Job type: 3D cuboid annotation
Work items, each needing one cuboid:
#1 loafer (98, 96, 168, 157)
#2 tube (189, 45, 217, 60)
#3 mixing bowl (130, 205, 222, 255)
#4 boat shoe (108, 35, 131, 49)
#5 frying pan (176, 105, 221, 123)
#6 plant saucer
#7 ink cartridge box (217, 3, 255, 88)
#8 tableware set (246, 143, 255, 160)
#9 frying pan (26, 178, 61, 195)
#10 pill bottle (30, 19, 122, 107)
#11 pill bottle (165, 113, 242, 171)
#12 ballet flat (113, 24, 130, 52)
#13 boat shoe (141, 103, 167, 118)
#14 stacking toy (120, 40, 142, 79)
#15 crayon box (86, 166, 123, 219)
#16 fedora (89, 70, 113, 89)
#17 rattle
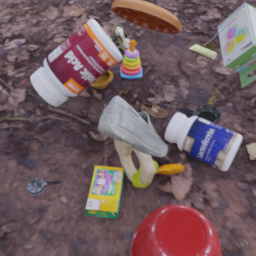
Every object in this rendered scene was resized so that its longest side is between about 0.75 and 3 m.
[{"bbox_3d":[0.303,0.075,6.621,0.878,2.512,0.876,13,78,35],"label":"loafer"},{"bbox_3d":[3.869,-3.954,14.459,1.438,0.373,0.417,38,19,35],"label":"tube"},{"bbox_3d":[1.346,3.018,7.346,2.548,1.380,2.548,1,48,-1],"label":"mixing bowl"},{"bbox_3d":[-0.858,-4.546,14.767,2.068,0.658,0.731,-14,49,-12],"label":"boat shoe"},{"bbox_3d":[2.876,-0.483,11.304,1.697,0.276,1.026,-8,47,-5],"label":"frying pan"},{"bbox_3d":[0.706,-4.119,10.322,2.680,0.433,2.680,18,11,-3],"label":"plant saucer"},{"bbox_3d":[3.233,-2.310,7.882,0.612,1.072,2.065,12,64,-25],"label":"ink cartridge box"},{"bbox_3d":[5.253,1.037,9.948,1.876,0.218,1.567,-14,49,-12],"label":"tableware set"},{"bbox_3d":[-2.825,1.926,9.176,1.075,0.175,0.650,5,48,9],"label":"frying pan"},{"bbox_3d":[-1.750,-2.082,9.352,2.822,1.611,1.611,-37,50,11],"label":"pill bottle"},{"bbox_3d":[2.560,0.412,9.740,2.353,1.362,1.362,25,52,23],"label":"pill bottle"},{"bbox_3d":[-0.222,-4.528,14.285,0.632,0.632,1.788,-29,85,-24],"label":"ballet flat"},{"bbox_3d":[1.058,-0.729,11.436,1.108,0.398,0.419,13,49,12],"label":"boat shoe"},{"bbox_3d":[0.149,-3.213,12.768,1.039,1.791,0.983,0,47,-1],"label":"stacking toy"},{"bbox_3d":[-0.707,2.000,8.876,0.950,0.466,1.600,5,48,4],"label":"crayon box"},{"bbox_3d":[-1.253,-2.129,12.652,1.250,0.510,1.250,-4,50,4],"label":"fedora"},{"bbox_3d":[0.454,0.533,9.358,1.871,1.705,2.619,-25,57,-13],"label":"rattle"}]
